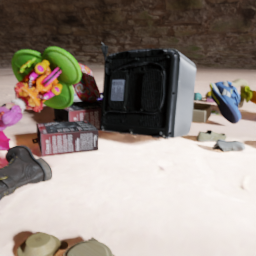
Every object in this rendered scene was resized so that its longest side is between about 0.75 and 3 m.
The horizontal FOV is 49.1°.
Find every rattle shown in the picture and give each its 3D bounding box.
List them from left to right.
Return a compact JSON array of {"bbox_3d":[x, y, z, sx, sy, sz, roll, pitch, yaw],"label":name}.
[{"bbox_3d":[4.789,-1.310,12.078,2.315,1.507,1.654,11,33,-40],"label":"rattle"}]

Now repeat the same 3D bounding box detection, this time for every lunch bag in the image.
[{"bbox_3d":[-1.461,-1.546,9.824,0.538,1.313,1.157,-27,-13,24],"label":"lunch bag"}]

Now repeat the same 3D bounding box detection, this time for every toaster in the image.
[{"bbox_3d":[0.529,-1.067,8.316,2.491,2.755,1.635,5,2,32],"label":"toaster"}]

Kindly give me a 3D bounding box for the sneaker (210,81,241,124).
[{"bbox_3d":[3.815,-1.075,10.545,0.938,0.843,2.280,-12,43,3],"label":"sneaker"}]

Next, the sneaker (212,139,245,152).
[{"bbox_3d":[2.682,0.533,7.466,0.345,0.328,0.858,-34,22,-36],"label":"sneaker"}]

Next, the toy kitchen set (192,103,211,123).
[{"bbox_3d":[2.329,-1.722,11.359,2.188,2.425,1.978,8,22,29],"label":"toy kitchen set"}]

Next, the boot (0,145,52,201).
[{"bbox_3d":[-2.540,0.894,5.669,1.677,0.581,1.460,16,22,37],"label":"boot"}]

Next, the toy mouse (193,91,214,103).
[{"bbox_3d":[4.250,-1.692,15.259,1.987,0.433,2.236,-11,19,-36],"label":"toy mouse"}]

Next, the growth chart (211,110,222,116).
[{"bbox_3d":[3.706,-0.662,12.232,0.691,0.085,0.956,2,15,10],"label":"growth chart"}]

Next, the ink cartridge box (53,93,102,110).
[{"bbox_3d":[-1.981,-1.333,13.463,2.436,0.529,2.413,-3,14,14],"label":"ink cartridge box"}]

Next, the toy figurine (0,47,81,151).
[{"bbox_3d":[-2.682,-0.546,7.024,2.710,2.034,2.494,-17,34,46],"label":"toy figurine"}]

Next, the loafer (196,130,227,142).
[{"bbox_3d":[2.551,0.234,8.503,0.993,0.339,0.376,-4,16,-15],"label":"loafer"}]

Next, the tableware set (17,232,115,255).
[{"bbox_3d":[-1.078,1.752,3.327,1.451,0.202,1.737,8,17,29],"label":"tableware set"}]

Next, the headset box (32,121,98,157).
[{"bbox_3d":[-1.790,0.257,7.779,1.673,0.646,1.245,-6,15,-23],"label":"headset box"}]

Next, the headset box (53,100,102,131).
[{"bbox_3d":[-1.523,-0.425,9.921,2.194,0.847,1.633,-10,18,-30],"label":"headset box"}]
